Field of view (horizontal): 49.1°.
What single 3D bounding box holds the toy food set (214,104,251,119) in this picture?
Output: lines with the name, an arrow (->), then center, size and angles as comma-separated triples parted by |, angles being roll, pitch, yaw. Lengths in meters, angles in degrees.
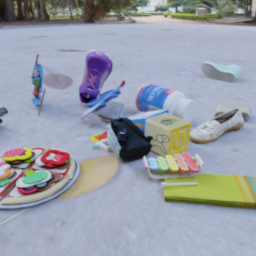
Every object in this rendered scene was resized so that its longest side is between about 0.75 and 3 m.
toy food set -> 4.184, -0.617, 11.183 | 1.341, 0.405, 0.962 | 3, 25, 25

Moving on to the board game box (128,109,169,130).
board game box -> 0.541, -0.269, 9.602 | 1.266, 0.361, 1.293 | -5, 12, 46

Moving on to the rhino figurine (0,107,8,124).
rhino figurine -> -5.762, -0.231, 9.780 | 2.813, 0.841, 1.230 | 1, 27, 6

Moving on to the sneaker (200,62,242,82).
sneaker -> 5.389, -3.335, 16.204 | 2.248, 0.827, 1.326 | 30, 43, 30

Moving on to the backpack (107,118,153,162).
backpack -> -0.090, 0.330, 8.408 | 1.179, 0.894, 1.413 | -5, 40, -35

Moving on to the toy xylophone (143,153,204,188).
toy xylophone -> 1.189, 1.054, 7.197 | 1.566, 0.393, 1.147 | -6, 22, -12

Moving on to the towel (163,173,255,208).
towel -> 2.314, 1.512, 6.878 | 2.857, 0.258, 1.229 | 3, 21, 8

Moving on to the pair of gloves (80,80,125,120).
pair of gloves -> -0.958, -1.088, 10.592 | 1.839, 0.261, 2.288 | -31, 15, 19

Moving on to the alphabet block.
alphabet block -> 1.198, 0.215, 8.638 | 1.009, 1.004, 1.027 | -21, 34, -37

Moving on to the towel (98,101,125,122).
towel -> -0.657, -0.637, 10.651 | 0.910, 0.753, 0.389 | 13, -15, 21

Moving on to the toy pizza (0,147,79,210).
toy pizza -> -2.686, 1.098, 7.440 | 2.746, 0.435, 2.746 | 0, 26, 0

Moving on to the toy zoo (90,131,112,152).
toy zoo -> -0.565, 0.385, 9.261 | 1.489, 0.152, 0.977 | -18, 31, -34

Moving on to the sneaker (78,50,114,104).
sneaker -> -1.435, -1.921, 11.516 | 1.167, 2.902, 1.283 | 20, 58, -8

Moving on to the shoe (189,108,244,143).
shoe -> 3.055, -0.120, 9.656 | 2.407, 0.642, 0.841 | -19, 30, -27

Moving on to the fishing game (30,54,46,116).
fishing game -> -3.856, -1.765, 11.632 | 0.409, 1.884, 2.631 | 3, 47, -30

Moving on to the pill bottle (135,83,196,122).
pill bottle -> 1.425, -0.894, 10.657 | 2.175, 1.220, 1.220 | 23, 34, 37
